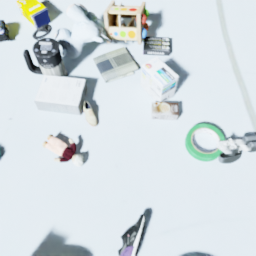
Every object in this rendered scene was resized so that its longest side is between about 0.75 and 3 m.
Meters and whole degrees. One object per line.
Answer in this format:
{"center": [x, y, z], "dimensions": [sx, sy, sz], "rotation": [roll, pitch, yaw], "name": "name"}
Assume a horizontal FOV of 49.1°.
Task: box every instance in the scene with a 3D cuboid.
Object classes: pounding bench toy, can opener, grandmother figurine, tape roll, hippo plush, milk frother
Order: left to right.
{"center": [-3.108, -2.921, 11.031], "dimensions": [1.525, 1.590, 1.690], "rotation": [18, 62, 9], "name": "milk frother"}
{"center": [-2.166, 0.802, 9.675], "dimensions": [1.568, 0.475, 0.951], "rotation": [33, 91, 13], "name": "grandmother figurine"}
{"center": [-1.922, -3.699, 11.494], "dimensions": [1.810, 1.793, 2.251], "rotation": [-41, 85, 25], "name": "hippo plush"}
{"center": [0.088, -4.670, 11.974], "dimensions": [1.660, 1.322, 2.128], "rotation": [6, 45, 11], "name": "pounding bench toy"}
{"center": [2.695, 0.514, 9.875], "dimensions": [1.356, 0.326, 1.356], "rotation": [0, 61, 1], "name": "tape roll"}
{"center": [4.180, 0.662, 9.657], "dimensions": [2.415, 0.802, 0.636], "rotation": [-8, 37, -10], "name": "can opener"}

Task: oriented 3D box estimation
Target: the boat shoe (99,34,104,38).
{"center": [-1.788, -4.791, 12.616], "dimensions": [0.678, 0.584, 1.857], "rotation": [-35, 68, -17], "name": "boat shoe"}

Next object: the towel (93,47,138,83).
{"center": [-0.523, -2.631, 11.687], "dimensions": [1.538, 0.266, 1.481], "rotation": [-23, 61, -10], "name": "towel"}

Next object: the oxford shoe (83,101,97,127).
{"center": [-1.439, -0.511, 10.381], "dimensions": [0.364, 0.380, 1.030], "rotation": [-24, 70, -17], "name": "oxford shoe"}

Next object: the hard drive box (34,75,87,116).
{"center": [-2.519, -1.259, 10.661], "dimensions": [1.663, 0.639, 1.296], "rotation": [8, 62, 4], "name": "hard drive box"}

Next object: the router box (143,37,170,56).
{"center": [1.216, -3.540, 12.111], "dimensions": [1.151, 0.294, 0.858], "rotation": [3, 61, 2], "name": "router box"}

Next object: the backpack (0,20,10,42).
{"center": [-5.747, -4.288, 12.278], "dimensions": [1.061, 0.817, 1.011], "rotation": [-8, 51, -1], "name": "backpack"}

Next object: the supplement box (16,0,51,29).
{"center": [-4.318, -5.308, 12.806], "dimensions": [0.777, 0.772, 1.418], "rotation": [-38, 67, -18], "name": "supplement box"}

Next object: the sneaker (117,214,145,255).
{"center": [0.094, 3.184, 8.324], "dimensions": [0.604, 0.523, 1.380], "rotation": [15, 62, 14], "name": "sneaker"}

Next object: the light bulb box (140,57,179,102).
{"center": [1.142, -1.762, 10.590], "dimensions": [0.784, 1.256, 1.245], "rotation": [-34, 67, -17], "name": "light bulb box"}

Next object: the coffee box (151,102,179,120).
{"center": [1.363, -0.630, 10.457], "dimensions": [1.000, 0.399, 0.572], "rotation": [2, 61, 1], "name": "coffee box"}
